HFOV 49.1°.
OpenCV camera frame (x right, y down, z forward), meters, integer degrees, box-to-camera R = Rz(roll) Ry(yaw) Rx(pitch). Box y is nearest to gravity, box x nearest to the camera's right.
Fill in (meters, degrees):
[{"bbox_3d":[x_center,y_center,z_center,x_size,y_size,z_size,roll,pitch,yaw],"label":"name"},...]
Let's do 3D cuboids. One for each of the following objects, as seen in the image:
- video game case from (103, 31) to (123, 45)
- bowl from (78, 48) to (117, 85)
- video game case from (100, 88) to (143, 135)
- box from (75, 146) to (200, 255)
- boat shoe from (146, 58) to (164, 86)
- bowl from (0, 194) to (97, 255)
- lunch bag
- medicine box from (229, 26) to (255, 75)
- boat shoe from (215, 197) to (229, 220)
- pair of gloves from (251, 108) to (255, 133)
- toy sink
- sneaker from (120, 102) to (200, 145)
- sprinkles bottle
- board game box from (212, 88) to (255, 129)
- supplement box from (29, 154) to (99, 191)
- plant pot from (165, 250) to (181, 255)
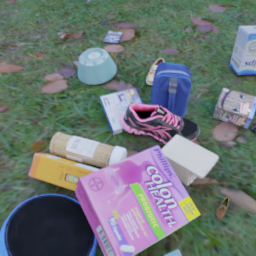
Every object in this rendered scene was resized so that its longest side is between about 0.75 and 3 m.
[{"bbox_3d":[-0.807,-4.871,15.129,0.815,0.108,1.140,9,49,8],"label":"video game case"},{"bbox_3d":[-1.492,-2.895,12.588,1.835,0.960,1.835,-5,48,6],"label":"bowl"},{"bbox_3d":[-0.134,-0.660,10.840,1.479,0.371,1.632,-16,62,-12],"label":"video game case"},{"bbox_3d":[0.192,2.001,7.446,2.466,1.192,2.169,-19,68,-26],"label":"box"},{"bbox_3d":[1.239,-2.582,12.682,0.618,0.580,1.677,15,49,13],"label":"boat shoe"},{"bbox_3d":[-1.994,2.795,7.226,2.489,0.488,2.489,14,38,-11],"label":"bowl"},{"bbox_3d":[1.556,-1.272,10.534,1.377,2.027,1.341,8,36,6],"label":"lunch bag"},{"bbox_3d":[5.755,-3.455,12.500,1.773,1.947,1.002,-4,38,-4],"label":"medicine box"},{"bbox_3d":[2.797,2.375,8.320,0.272,0.257,0.757,23,51,20],"label":"boat shoe"},{"bbox_3d":[5.575,-0.379,10.882,1.806,0.251,2.027,2,46,6],"label":"pair of gloves"},{"bbox_3d":[1.914,1.135,9.042,1.600,0.897,1.043,28,53,30],"label":"toy sink"},{"bbox_3d":[1.181,-0.225,9.760,2.864,1.366,1.132,11,60,-2],"label":"sneaker"},{"bbox_3d":[-1.332,0.808,9.363,2.482,0.847,0.847,14,49,13],"label":"sprinkles bottle"},{"bbox_3d":[4.140,-0.777,10.840,1.374,0.665,1.095,20,60,17],"label":"board game box"},{"bbox_3d":[-1.837,1.440,8.703,2.296,0.790,0.764,15,87,14],"label":"supplement box"},{"bbox_3d":[0.492,4.032,5.753,1.992,1.956,1.951,-17,49,-5],"label":"plant pot"}]
